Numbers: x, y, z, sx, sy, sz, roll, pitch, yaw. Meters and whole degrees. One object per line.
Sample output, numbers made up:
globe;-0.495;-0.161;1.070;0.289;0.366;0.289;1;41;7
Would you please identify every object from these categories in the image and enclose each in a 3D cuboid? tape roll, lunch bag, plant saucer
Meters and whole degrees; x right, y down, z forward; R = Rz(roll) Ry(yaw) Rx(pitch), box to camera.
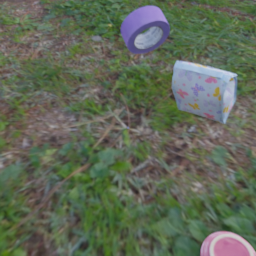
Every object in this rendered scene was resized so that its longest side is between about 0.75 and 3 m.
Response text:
tape roll;0.567;-3.224;9.348;1.534;1.534;0.652;-17;71;-17
lunch bag;1.515;-0.785;5.496;1.090;1.285;0.817;20;74;29
plant saucer;2.216;2.814;6.075;1.239;0.314;1.239;-1;43;1
